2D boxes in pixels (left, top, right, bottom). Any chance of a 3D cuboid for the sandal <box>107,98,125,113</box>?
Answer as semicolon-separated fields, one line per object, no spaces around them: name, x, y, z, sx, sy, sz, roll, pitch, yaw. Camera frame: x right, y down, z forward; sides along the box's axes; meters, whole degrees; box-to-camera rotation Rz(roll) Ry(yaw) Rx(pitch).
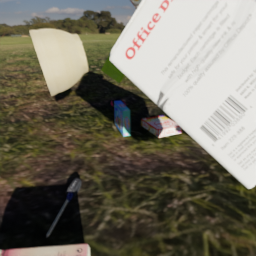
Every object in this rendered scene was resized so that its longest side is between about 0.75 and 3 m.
sandal;-0.405;-0.928;11.658;0.733;0.440;1.951;-5;22;-13

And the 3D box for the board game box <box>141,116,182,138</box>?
board game box;1.132;-0.062;9.690;0.918;0.281;1.211;-10;24;-24

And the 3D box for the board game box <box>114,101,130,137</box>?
board game box;-0.211;-0.340;9.569;0.266;0.899;1.182;-6;23;-15

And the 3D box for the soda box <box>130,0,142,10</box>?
soda box;0.548;-2.841;6.471;0.549;0.510;1.604;25;-5;37

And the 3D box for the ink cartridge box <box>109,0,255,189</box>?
ink cartridge box;1.421;-0.927;4.032;2.809;2.050;1.181;46;26;15

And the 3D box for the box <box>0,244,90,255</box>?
box;-1.178;2.080;3.452;1.419;0.907;0.773;-2;22;-4

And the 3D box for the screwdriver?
screwdriver;-1.248;1.576;5.658;0.265;0.254;1.822;30;22;-9

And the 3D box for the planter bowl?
planter bowl;-1.519;-1.584;6.454;1.008;1.497;1.497;-18;25;-12

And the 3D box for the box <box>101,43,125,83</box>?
box;-0.224;-1.832;7.626;0.642;1.052;0.251;35;28;0
